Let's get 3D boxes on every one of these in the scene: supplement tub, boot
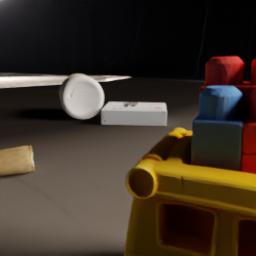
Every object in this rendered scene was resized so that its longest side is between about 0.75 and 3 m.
[{"bbox_3d":[-2.295,-1.564,13.334,1.918,1.918,2.657,-4,14,-14],"label":"supplement tub"},{"bbox_3d":[-3.170,0.858,5.906,2.268,0.750,1.986,-4,15,-22],"label":"boot"}]

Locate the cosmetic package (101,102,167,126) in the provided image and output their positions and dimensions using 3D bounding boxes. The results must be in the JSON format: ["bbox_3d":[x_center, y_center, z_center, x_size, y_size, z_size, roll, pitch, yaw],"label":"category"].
[{"bbox_3d":[0.305,-0.636,12.206,2.682,0.693,2.022,1,16,5],"label":"cosmetic package"}]

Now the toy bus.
[{"bbox_3d":[1.337,0.748,2.356,2.759,2.649,1.872,7,14,22],"label":"toy bus"}]
